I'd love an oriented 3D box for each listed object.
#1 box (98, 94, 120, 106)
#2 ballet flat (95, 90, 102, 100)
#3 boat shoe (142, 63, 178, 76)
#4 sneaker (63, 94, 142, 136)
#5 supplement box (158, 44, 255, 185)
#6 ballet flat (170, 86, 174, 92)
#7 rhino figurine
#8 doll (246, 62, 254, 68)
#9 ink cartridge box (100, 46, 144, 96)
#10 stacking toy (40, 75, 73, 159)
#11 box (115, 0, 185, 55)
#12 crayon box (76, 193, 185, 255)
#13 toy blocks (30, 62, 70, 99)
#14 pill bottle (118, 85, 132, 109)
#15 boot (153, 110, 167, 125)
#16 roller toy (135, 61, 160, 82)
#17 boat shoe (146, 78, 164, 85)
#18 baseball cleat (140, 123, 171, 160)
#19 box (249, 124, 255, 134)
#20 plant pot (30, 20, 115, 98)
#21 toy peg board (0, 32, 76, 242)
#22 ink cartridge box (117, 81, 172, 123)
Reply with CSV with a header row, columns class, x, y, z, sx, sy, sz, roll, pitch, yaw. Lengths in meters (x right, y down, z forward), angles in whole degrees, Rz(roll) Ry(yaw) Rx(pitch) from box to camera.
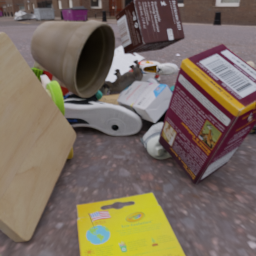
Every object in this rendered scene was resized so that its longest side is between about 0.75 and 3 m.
class,x,y,z,sx,sy,sz,roll,pitch,yaw
box,-0.887,-0.819,10.758,2.490,0.265,2.035,-8,25,-17
ballet flat,-1.512,-1.301,10.978,1.395,0.470,0.491,15,-16,44
boat shoe,1.321,-2.457,11.792,1.504,0.533,0.525,7,20,12
sneaker,-0.899,-0.646,9.135,2.822,1.031,1.579,9,32,3
supplement box,1.664,-0.164,5.847,1.112,2.595,1.432,-26,60,-23
ballet flat,2.355,-0.632,8.317,2.600,0.820,0.892,17,35,32
rhino figurine,-0.258,-1.686,9.868,1.690,0.739,0.505,-26,-8,3
doll,2.479,-1.115,7.091,2.840,0.688,1.938,-4,-21,-30
ink cartridge box,-0.618,-2.588,12.505,1.446,0.668,2.654,34,55,20
stacking toy,-2.361,-0.276,7.596,0.955,2.047,2.262,-15,26,-24
box,0.624,-2.974,8.241,1.480,1.228,1.216,-17,6,-27
crayon box,0.055,2.029,4.253,1.516,0.606,2.388,-6,26,-11
toy blocks,-2.463,-1.977,10.451,1.965,2.874,1.436,17,15,-7
pill bottle,0.212,-1.178,10.224,0.815,0.815,1.471,7,27,14
boot,1.845,-0.504,9.419,1.809,0.817,2.207,-18,39,-29
roller toy,1.010,-2.909,14.355,1.443,1.008,1.316,-6,26,-12
boat shoe,1.065,-1.292,10.004,0.581,2.054,0.705,-40,70,-4
baseball cleat,1.658,0.131,7.958,2.648,0.923,1.409,-8,26,-18
box,4.497,-0.515,9.078,1.603,0.398,1.591,5,57,14
plant pot,-1.802,-2.349,8.688,2.002,2.307,2.307,24,31,15
toy peg board,-2.671,0.204,5.395,1.391,2.832,2.844,-14,36,22
ink cartridge box,0.513,-0.871,8.814,1.026,0.605,1.783,-47,31,-11
